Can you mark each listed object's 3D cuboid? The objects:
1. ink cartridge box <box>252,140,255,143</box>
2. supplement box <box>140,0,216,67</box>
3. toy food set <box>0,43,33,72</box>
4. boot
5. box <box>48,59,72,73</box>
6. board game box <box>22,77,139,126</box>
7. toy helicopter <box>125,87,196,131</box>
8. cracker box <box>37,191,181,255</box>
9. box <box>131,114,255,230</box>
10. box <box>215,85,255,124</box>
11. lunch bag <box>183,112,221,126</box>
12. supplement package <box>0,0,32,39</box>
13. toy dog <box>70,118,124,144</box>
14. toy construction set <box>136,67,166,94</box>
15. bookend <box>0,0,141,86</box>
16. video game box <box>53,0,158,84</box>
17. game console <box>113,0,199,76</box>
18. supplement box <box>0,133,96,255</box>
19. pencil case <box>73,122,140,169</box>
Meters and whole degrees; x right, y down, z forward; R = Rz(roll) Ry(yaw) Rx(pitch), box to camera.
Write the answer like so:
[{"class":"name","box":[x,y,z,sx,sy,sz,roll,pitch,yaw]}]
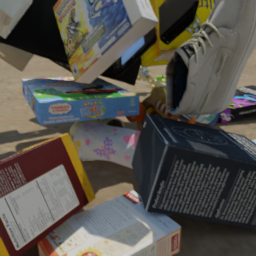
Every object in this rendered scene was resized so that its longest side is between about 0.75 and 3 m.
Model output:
[{"class":"ink cartridge box","box":[2.992,0.660,6.472,1.257,0.281,1.107,-10,22,-23]},{"class":"supplement box","box":[1.048,-2.215,6.041,1.417,1.426,2.604,-7,7,-4]},{"class":"toy food set","box":[-3.297,-3.330,8.475,1.936,2.699,0.815,35,-11,-20]},{"class":"boot","box":[1.272,-1.242,4.367,1.143,2.391,0.879,-8,31,-28]},{"class":"box","box":[-1.689,-2.852,9.604,2.321,0.505,1.859,-22,-30,32]},{"class":"board game box","box":[-1.317,-0.795,6.860,2.138,0.517,2.827,-8,20,-25]},{"class":"toy helicopter","box":[1.046,-0.339,6.474,0.937,1.572,2.377,-6,-22,-42]},{"class":"cracker box","box":[-0.258,1.566,3.853,1.665,0.480,1.115,-15,25,-32]},{"class":"box","box":[1.230,0.660,4.624,2.037,1.091,1.512,13,17,-11]},{"class":"box","box":[3.867,-0.924,9.935,2.793,0.504,1.997,-10,23,-13]},{"class":"lunch bag","box":[2.246,-1.136,9.077,0.907,1.769,2.200,11,16,-20]},{"class":"supplement package","box":[-2.390,-2.477,4.757,1.367,1.005,1.307,34,-15,-24]},{"class":"toy dog","box":[-0.742,0.001,7.283,1.393,0.972,1.351,9,35,20]},{"class":"toy construction set","box":[1.319,-1.898,11.936,1.762,1.238,2.687,-12,35,-26]},{"class":"bookend","box":[-1.324,-2.224,7.378,2.711,1.256,2.728,19,6,24]},{"class":"video game box","box":[-0.506,-1.935,4.768,0.429,1.669,1.832,0,-24,-45]},{"class":"game console","box":[0.352,-1.417,4.326,0.213,1.768,1.043,34,37,-25]},{"class":"supplement box","box":[-1.648,0.962,3.876,1.550,1.043,1.571,-18,7,39]},{"class":"pencil case","box":[-0.234,0.429,6.246,2.018,0.839,0.915,9,54,21]}]
